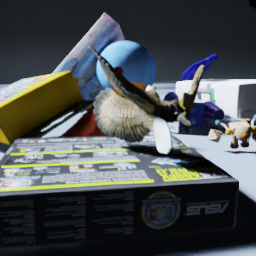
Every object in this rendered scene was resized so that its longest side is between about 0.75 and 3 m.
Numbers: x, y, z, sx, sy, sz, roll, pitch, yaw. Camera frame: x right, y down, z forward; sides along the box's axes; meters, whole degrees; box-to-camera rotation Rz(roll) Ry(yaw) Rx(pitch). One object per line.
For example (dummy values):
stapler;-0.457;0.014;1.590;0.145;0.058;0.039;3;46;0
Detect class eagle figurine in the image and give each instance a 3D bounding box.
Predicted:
eagle figurine;0.087;-0.293;3.083;1.247;0.946;0.941;13;2;8

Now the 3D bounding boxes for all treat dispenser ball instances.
treat dispenser ball;-0.071;-1.560;7.783;1.658;1.658;1.658;0;11;0

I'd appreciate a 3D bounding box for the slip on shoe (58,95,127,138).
slip on shoe;-0.606;-0.023;5.015;0.900;0.744;2.431;14;30;36

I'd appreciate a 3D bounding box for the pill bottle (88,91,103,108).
pill bottle;-1.148;-1.595;11.313;2.955;1.661;1.661;8;13;27

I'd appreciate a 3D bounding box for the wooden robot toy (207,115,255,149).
wooden robot toy;2.073;0.131;4.938;1.274;0.561;0.578;-9;12;12

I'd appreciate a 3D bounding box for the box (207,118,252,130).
box;2.737;-0.110;7.509;1.013;0.202;0.693;-7;9;-33

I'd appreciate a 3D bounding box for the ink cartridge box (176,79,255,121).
ink cartridge box;3.301;-1.009;9.479;2.065;1.192;2.827;-9;13;-28

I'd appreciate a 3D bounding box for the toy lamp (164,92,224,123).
toy lamp;2.010;-0.655;8.783;0.683;0.683;2.347;-6;20;-29

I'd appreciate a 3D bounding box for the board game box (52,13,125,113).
board game box;-1.159;-1.817;8.892;0.605;2.778;2.791;41;2;8

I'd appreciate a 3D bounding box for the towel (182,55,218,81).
towel;2.479;-2.131;9.806;1.221;0.303;0.902;-28;-14;-29

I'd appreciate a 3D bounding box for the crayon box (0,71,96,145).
crayon box;-2.017;-0.424;5.341;2.555;0.659;1.606;5;34;45

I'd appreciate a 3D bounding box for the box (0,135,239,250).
box;-0.262;0.533;3.155;2.236;0.495;1.792;-2;13;-11

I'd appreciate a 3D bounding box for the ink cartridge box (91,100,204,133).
ink cartridge box;0.477;-0.443;8.087;2.997;0.663;1.409;9;15;38
